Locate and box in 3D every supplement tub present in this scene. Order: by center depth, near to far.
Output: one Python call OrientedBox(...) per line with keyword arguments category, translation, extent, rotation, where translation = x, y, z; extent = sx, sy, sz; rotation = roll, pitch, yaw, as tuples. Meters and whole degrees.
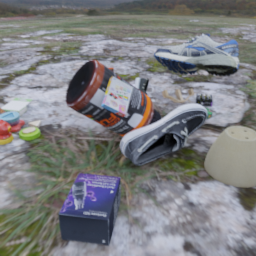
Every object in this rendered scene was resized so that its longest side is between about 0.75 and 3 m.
OrientedBox(category="supplement tub", translation=(-0.294, -0.654, 8.248), extent=(2.834, 1.516, 1.516), rotation=(29, 11, -33))

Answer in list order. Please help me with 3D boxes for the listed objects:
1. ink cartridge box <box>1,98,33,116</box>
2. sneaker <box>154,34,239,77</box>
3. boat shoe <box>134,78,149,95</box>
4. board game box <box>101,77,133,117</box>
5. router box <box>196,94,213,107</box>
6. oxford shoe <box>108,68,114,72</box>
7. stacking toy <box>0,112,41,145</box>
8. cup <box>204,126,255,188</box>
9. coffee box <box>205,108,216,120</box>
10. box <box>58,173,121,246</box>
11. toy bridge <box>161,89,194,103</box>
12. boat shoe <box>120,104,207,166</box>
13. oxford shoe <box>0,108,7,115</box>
OrientedBox(category="ink cartridge box", translation=(-4.370, -0.827, 11.034), extent=(0.838, 0.276, 1.151), rotation=(6, 28, 11))
OrientedBox(category="sneaker", translation=(2.171, -2.365, 8.913), extent=(2.689, 1.146, 1.036), rotation=(12, -10, 23))
OrientedBox(category="boat shoe", translation=(0.510, -1.260, 10.809), extent=(0.516, 0.625, 1.822), rotation=(-2, 55, 12))
OrientedBox(category="board game box", translation=(-0.263, -0.780, 7.012), extent=(0.638, 0.834, 0.168), rotation=(26, -26, -23))
OrientedBox(category="router box", translation=(3.191, -1.178, 11.770), extent=(0.661, 0.226, 0.887), rotation=(6, 28, 12))
OrientedBox(category="oxford shoe", translation=(-1.306, -1.988, 11.809), extent=(1.795, 0.651, 0.639), rotation=(-30, 10, -17))
OrientedBox(category="stacking toy", translation=(-3.666, -0.144, 9.285), extent=(1.434, 0.669, 1.584), rotation=(-5, 28, -9))
OrientedBox(category="cup", translation=(2.860, 0.617, 7.320), extent=(1.569, 1.122, 1.569), rotation=(0, 27, 0))
OrientedBox(category="coffee box", translation=(2.862, -0.511, 10.523), extent=(0.832, 0.183, 0.512), rotation=(-21, 34, -35))
OrientedBox(category="box", translation=(-0.727, 1.634, 5.802), extent=(0.987, 0.696, 1.334), rotation=(4, 27, 6))
OrientedBox(category="toy bridge", translation=(1.531, -0.955, 8.431), extent=(1.210, 0.407, 0.165), rotation=(-8, -16, -33))
OrientedBox(category="boat shoe", translation=(1.241, 0.218, 7.992), extent=(2.929, 1.051, 0.993), rotation=(-22, 37, -20))
OrientedBox(category="oxford shoe", translation=(-4.676, -0.513, 10.292), extent=(1.095, 0.399, 0.390), rotation=(10, 29, 19))
